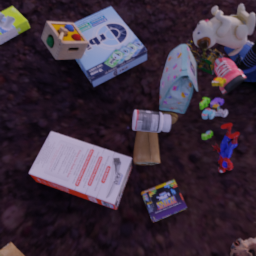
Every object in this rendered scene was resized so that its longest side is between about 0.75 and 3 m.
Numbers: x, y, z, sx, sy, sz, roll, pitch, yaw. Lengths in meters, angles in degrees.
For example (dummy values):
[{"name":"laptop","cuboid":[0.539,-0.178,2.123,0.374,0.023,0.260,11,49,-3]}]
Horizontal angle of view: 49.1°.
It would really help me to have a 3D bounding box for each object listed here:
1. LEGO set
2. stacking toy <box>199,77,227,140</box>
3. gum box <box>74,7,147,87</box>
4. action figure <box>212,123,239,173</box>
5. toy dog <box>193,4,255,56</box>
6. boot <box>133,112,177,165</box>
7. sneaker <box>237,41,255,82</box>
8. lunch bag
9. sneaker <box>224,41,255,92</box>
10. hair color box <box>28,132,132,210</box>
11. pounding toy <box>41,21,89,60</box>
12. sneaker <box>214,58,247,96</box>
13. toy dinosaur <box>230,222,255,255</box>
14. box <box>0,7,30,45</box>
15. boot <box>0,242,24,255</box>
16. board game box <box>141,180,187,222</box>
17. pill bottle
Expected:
[{"name":"LEGO set","cuboid":[2.299,-2.249,8.436,1.284,0.987,0.744,31,84,40]},{"name":"stacking toy","cuboid":[1.912,-0.447,6.403,0.298,0.958,1.270,12,43,37]},{"name":"gum box","cuboid":[-0.937,-3.049,10.290,2.236,0.586,2.631,-29,65,-11]},{"name":"action figure","cuboid":[2.346,0.601,6.791,0.413,1.598,0.523,-22,46,-8]},{"name":"toy dog","cuboid":[2.435,-2.573,7.503,1.403,1.361,0.979,-8,50,1]},{"name":"boot","cuboid":[0.869,0.344,8.680,1.410,0.533,1.610,-2,66,5]},{"name":"sneaker","cuboid":[3.827,-2.022,8.073,0.853,2.431,0.947,12,84,-3]},{"name":"lunch bag","cuboid":[1.486,-1.417,8.107,0.969,1.589,1.353,10,54,-2]},{"name":"sneaker","cuboid":[4.143,-2.108,9.708,1.065,0.938,2.388,-28,67,-16]},{"name":"hair color box","cuboid":[-1.315,1.223,8.113,2.564,0.820,1.422,17,64,10]},{"name":"pounding toy","cuboid":[-2.074,-2.863,9.036,1.355,0.963,1.247,-17,63,-44]},{"name":"sneaker","cuboid":[2.483,-1.398,7.217,0.684,1.855,0.805,-41,92,25]},{"name":"toy dinosaur","cuboid":[3.419,3.315,7.148,1.234,0.782,1.821,-42,83,-10]},{"name":"box","cuboid":[-4.945,-3.851,10.846,1.887,0.450,1.150,-39,69,-18]},{"name":"boot","cuboid":[-2.410,3.553,7.067,1.891,0.625,1.656,33,68,16]},{"name":"board game box","cuboid":[1.007,2.072,7.977,1.047,0.297,0.865,-20,64,-9]},{"name":"pill bottle","cuboid":[0.643,-0.173,7.792,1.012,0.576,0.576,5,63,-4]}]
